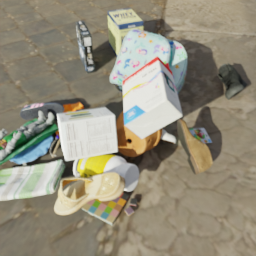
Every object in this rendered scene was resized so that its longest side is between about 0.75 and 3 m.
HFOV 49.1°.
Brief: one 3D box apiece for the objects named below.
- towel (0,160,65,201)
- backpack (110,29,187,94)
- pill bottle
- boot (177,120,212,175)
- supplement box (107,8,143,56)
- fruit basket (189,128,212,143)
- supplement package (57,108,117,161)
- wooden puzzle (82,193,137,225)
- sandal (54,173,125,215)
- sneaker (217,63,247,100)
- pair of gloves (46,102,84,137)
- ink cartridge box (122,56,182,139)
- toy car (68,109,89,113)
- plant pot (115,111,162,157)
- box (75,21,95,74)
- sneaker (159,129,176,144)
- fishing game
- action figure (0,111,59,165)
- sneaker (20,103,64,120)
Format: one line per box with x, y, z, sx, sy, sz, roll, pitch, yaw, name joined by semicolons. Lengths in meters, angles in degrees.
-2.933;1.479;7.993;2.012;0.309;1.501;-8;22;3;towel
0.893;-2.368;10.896;2.774;2.088;2.462;19;83;9;backpack
-0.616;1.238;7.945;1.773;0.986;0.986;7;41;35;pill bottle
2.008;0.502;8.580;0.655;0.639;1.736;-21;86;-3;boot
-0.151;-4.544;13.593;1.193;1.776;1.778;-15;46;-14;supplement box
2.413;0.261;9.711;0.786;0.369;0.728;-7;45;-7;fruit basket
-1.197;0.133;8.100;1.482;1.117;1.125;-9;18;-16;supplement package
-0.616;2.140;7.969;1.669;0.117;0.990;20;48;21;wooden puzzle
-1.290;1.503;7.074;2.544;0.837;0.933;-23;42;33;sandal
4.000;-1.942;11.131;1.308;0.753;2.507;52;34;7;sneaker
-2.191;-0.363;10.440;1.486;0.206;1.667;-20;47;-19;pair of gloves
0.596;-1.046;8.051;1.390;0.804;2.392;-31;41;26;ink cartridge box
-1.314;0.170;9.382;1.180;1.133;1.436;-7;78;-4;toy car
0.205;0.188;8.763;1.545;1.545;1.081;15;28;15;plant pot
-1.924;-3.626;12.623;0.399;1.834;1.469;-14;47;-14;box
0.879;-0.068;9.623;1.815;0.661;0.768;24;83;17;sneaker
-3.224;0.633;9.320;2.216;0.345;1.587;-3;43;15;fishing game
-3.613;0.428;8.833;1.712;0.793;2.898;7;37;39;action figure
-3.174;-0.744;10.454;1.626;0.570;0.667;-6;32;0;sneaker
